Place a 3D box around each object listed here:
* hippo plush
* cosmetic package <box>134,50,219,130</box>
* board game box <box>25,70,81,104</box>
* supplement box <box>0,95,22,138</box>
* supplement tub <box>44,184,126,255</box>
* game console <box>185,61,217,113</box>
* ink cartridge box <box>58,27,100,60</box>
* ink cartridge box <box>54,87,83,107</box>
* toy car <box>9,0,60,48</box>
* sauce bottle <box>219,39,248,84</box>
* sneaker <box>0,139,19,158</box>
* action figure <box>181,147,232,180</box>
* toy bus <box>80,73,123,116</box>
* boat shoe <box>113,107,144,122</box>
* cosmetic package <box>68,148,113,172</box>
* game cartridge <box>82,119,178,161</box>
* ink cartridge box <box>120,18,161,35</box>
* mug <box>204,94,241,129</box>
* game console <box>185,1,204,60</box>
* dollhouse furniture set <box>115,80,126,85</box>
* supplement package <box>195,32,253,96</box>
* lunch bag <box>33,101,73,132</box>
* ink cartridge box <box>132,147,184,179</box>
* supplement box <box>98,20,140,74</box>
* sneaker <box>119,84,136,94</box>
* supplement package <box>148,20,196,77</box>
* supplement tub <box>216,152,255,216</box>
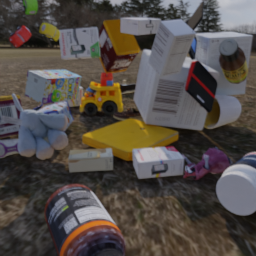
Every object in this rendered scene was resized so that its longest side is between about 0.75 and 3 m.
[{"bbox_3d":[-2.990,0.220,9.194,2.081,1.657,1.673,21,-15,-10],"label":"hippo plush"},{"bbox_3d":[1.745,-1.617,11.410,2.378,2.376,2.882,6,24,-11],"label":"cosmetic package"},{"bbox_3d":[-2.188,-1.248,8.306,0.763,0.749,1.454,25,23,25],"label":"board game box"},{"bbox_3d":[-4.811,-0.332,9.695,1.702,1.341,2.599,-15,11,-34],"label":"supplement box"},{"bbox_3d":[-0.712,1.817,4.674,1.042,1.042,1.949,-9,22,-25],"label":"supplement tub"},{"bbox_3d":[2.453,-1.390,9.352,1.466,1.297,0.228,34,-25,-33],"label":"game console"},{"bbox_3d":[-1.932,-3.341,11.193,1.541,1.125,0.648,-6,10,-2],"label":"ink cartridge box"},{"bbox_3d":[-3.184,-1.700,15.012,1.367,0.993,0.989,-10,21,-28],"label":"ink cartridge box"},{"bbox_3d":[-2.581,-2.990,7.603,1.484,1.397,0.331,-22,23,-36],"label":"toy car"},{"bbox_3d":[3.692,-2.319,9.914,0.901,0.901,2.786,11,-3,29],"label":"sauce bottle"},{"bbox_3d":[-3.844,0.645,9.091,1.503,0.563,0.749,-1,4,-14],"label":"sneaker"},{"bbox_3d":[2.059,1.092,7.646,1.347,1.003,0.903,-27,12,-16],"label":"action figure"},{"bbox_3d":[-1.308,-1.662,13.448,2.064,1.981,1.400,-2,20,0],"label":"toy bus"},{"bbox_3d":[0.172,-0.645,12.505,1.723,0.620,0.621,6,20,16],"label":"boat shoe"},{"bbox_3d":[-1.080,0.933,8.165,1.248,0.444,0.656,-3,19,-7],"label":"cosmetic package"},{"bbox_3d":[0.117,0.356,9.853,2.311,0.425,2.621,17,26,37],"label":"game cartridge"},{"bbox_3d":[0.394,-3.242,8.905,0.798,0.461,1.093,24,33,38],"label":"ink cartridge box"},{"bbox_3d":[3.785,-0.800,11.764,1.459,1.423,1.777,-7,22,-26],"label":"mug"},{"bbox_3d":[2.664,-3.707,10.718,0.972,1.469,1.670,-14,38,30],"label":"game console"},{"bbox_3d":[-0.646,-2.968,19.268,0.986,0.655,0.865,7,20,19],"label":"dollhouse furniture set"},{"bbox_3d":[3.947,-2.807,12.185,1.833,2.415,1.819,-5,24,-6],"label":"supplement package"},{"bbox_3d":[-3.265,-0.332,10.983,1.778,1.101,1.511,-12,17,9],"label":"lunch bag"},{"bbox_3d":[0.822,0.959,7.931,1.272,0.545,0.939,-5,19,-8],"label":"ink cartridge box"},{"bbox_3d":[-0.587,-3.773,13.128,1.168,1.734,1.758,-16,-13,-29],"label":"supplement box"},{"bbox_3d":[-0.377,-2.453,18.040,1.888,0.687,0.799,-2,-2,-7],"label":"sneaker"},{"bbox_3d":[1.010,-1.890,6.670,0.646,1.135,0.622,-15,55,-27],"label":"supplement package"},{"bbox_3d":[2.761,1.230,6.346,1.048,1.048,1.494,17,24,40],"label":"supplement tub"}]
